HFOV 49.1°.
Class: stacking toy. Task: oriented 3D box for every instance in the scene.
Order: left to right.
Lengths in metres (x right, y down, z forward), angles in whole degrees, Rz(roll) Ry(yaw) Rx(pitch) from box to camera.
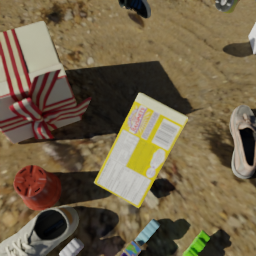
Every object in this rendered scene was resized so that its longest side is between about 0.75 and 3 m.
[{"bbox_3d":[0.152,2.902,6.745,2.980,0.700,2.247,-41,72,-20],"label":"stacking toy"}]

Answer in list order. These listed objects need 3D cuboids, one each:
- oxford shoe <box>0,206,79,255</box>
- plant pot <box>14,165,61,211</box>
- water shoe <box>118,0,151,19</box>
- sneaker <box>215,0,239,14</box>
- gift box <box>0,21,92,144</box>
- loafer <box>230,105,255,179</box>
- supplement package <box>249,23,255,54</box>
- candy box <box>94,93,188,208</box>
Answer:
[{"bbox_3d":[-2.448,2.871,6.635,2.853,0.824,1.073,-38,73,-14],"label":"oxford shoe"},{"bbox_3d":[-2.349,1.479,7.174,1.075,1.046,1.075,0,64,0],"label":"plant pot"},{"bbox_3d":[0.020,-3.380,7.434,0.606,1.537,0.549,-54,44,-4],"label":"water shoe"},{"bbox_3d":[2.688,-3.619,7.103,0.573,0.663,1.467,31,106,34],"label":"sneaker"},{"bbox_3d":[-2.571,-1.205,7.712,2.658,2.453,2.482,-22,64,-4],"label":"gift box"},{"bbox_3d":[3.388,0.271,7.942,0.816,0.714,2.270,8,64,4],"label":"loafer"},{"bbox_3d":[5.076,-3.129,9.496,1.519,0.888,0.891,-1,64,-1],"label":"supplement package"},{"bbox_3d":[0.151,0.296,3.600,0.686,0.177,1.341,29,102,9],"label":"candy box"}]
